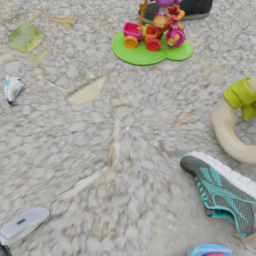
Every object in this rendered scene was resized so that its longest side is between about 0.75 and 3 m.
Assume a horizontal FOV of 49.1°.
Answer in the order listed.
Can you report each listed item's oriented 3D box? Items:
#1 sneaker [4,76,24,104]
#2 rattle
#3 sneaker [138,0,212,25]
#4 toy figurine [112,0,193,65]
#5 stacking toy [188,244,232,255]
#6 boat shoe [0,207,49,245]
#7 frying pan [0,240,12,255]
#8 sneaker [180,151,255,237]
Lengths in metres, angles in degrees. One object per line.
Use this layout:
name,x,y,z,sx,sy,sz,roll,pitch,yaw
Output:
sneaker,-3.091,-1.067,7.627,0.457,0.395,1.054,-6,50,-14
rattle,3.330,0.289,6.011,1.898,2.083,2.916,-51,50,12
sneaker,1.618,-4.449,9.507,2.668,1.417,0.998,-12,54,-9
toy figurine,0.771,-3.294,8.048,2.597,2.390,1.949,11,54,8
stacking toy,1.435,2.635,4.317,0.829,0.784,1.428,10,30,-21
boat shoe,-1.954,1.840,5.298,0.373,0.331,1.014,33,27,28
frying pan,-2.787,2.978,4.654,1.453,0.391,2.401,-3,50,-1
sneaker,1.700,1.228,5.440,0.981,0.834,2.151,-47,41,-11
